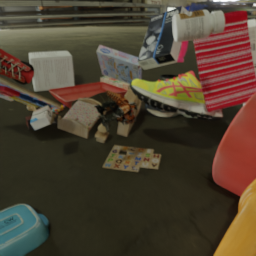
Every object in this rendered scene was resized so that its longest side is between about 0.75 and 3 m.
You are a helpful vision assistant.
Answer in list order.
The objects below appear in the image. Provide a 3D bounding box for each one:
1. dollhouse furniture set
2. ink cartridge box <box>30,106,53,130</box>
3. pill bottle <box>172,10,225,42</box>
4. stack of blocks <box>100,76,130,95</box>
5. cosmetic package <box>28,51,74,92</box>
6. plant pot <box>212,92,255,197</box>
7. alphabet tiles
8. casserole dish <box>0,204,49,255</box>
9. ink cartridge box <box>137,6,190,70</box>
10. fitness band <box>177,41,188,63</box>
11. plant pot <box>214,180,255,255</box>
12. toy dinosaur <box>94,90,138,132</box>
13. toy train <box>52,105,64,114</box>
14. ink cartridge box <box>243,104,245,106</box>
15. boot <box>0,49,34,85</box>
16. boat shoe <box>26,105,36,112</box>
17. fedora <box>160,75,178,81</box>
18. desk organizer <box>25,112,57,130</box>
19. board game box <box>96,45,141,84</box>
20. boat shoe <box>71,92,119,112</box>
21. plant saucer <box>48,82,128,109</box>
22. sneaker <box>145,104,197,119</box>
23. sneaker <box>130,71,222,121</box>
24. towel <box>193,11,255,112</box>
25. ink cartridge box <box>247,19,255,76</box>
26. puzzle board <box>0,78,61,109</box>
[{"bbox_3d":[-1.134,-0.953,9.788,2.885,1.409,2.461,18,40,9],"label":"dollhouse furniture set"},{"bbox_3d":[-2.192,-0.296,7.114,0.435,0.250,0.750,-23,32,5],"label":"ink cartridge box"},{"bbox_3d":[1.202,-1.772,4.837,0.818,0.468,0.468,-8,25,1],"label":"pill bottle"},{"bbox_3d":[-0.473,-2.184,14.220,2.010,0.589,1.157,18,31,33],"label":"stack of blocks"},{"bbox_3d":[-3.997,-2.999,14.625,2.042,1.708,1.698,-8,25,-19],"label":"cosmetic package"},{"bbox_3d":[3.668,0.747,5.827,2.878,2.878,2.546,-20,42,-36],"label":"plant pot"},{"bbox_3d":[0.163,0.914,8.307,1.546,0.058,1.293,5,26,12],"label":"alphabet tiles"},{"bbox_3d":[-2.525,2.105,5.421,2.008,0.389,1.216,-20,32,-38],"label":"casserole dish"},{"bbox_3d":[1.123,-2.930,8.624,1.183,0.466,2.378,-6,56,38],"label":"ink cartridge box"},{"bbox_3d":[1.971,-3.454,11.560,0.381,1.463,2.036,11,14,33],"label":"fitness band"},{"bbox_3d":[2.294,1.870,4.077,1.910,2.086,2.086,-26,35,-30],"label":"plant pot"},{"bbox_3d":[-0.249,-0.438,6.246,0.868,1.279,0.653,-25,36,4],"label":"toy dinosaur"},{"bbox_3d":[-3.035,-0.796,11.739,0.653,0.242,0.869,3,22,9],"label":"toy train"},{"bbox_3d":[6.653,-0.898,11.428,2.952,0.739,2.375,-13,29,-23],"label":"ink cartridge box"},{"bbox_3d":[-3.392,-1.743,7.105,1.742,0.874,2.415,28,5,6],"label":"boot"},{"bbox_3d":[-4.083,-0.868,11.784,0.339,0.361,0.979,-20,26,-21],"label":"boat shoe"},{"bbox_3d":[2.213,-2.491,14.895,1.214,0.554,1.214,1,19,0],"label":"fedora"},{"bbox_3d":[-3.260,-0.286,10.484,1.044,0.374,0.402,-13,26,-26],"label":"desk organizer"},{"bbox_3d":[-0.267,-2.054,9.498,1.463,1.466,0.302,21,72,9],"label":"board game box"},{"bbox_3d":[-1.219,-0.877,11.178,2.092,0.711,0.753,-9,52,-15],"label":"boat shoe"},{"bbox_3d":[-1.838,-1.460,12.542,2.796,0.514,2.801,-14,21,-26],"label":"plant saucer"},{"bbox_3d":[1.916,-1.050,11.263,2.472,1.067,0.960,1,25,1],"label":"sneaker"},{"bbox_3d":[1.304,-0.994,7.409,2.516,1.136,0.983,15,-3,4],"label":"sneaker"},{"bbox_3d":[2.388,-1.621,6.756,1.616,2.234,0.251,-13,5,-18],"label":"towel"},{"bbox_3d":[3.368,-2.195,9.013,1.548,2.125,0.901,-4,32,19],"label":"ink cartridge box"},{"bbox_3d":[-3.568,-1.079,7.484,2.187,0.252,2.902,10,-10,36],"label":"puzzle board"}]
